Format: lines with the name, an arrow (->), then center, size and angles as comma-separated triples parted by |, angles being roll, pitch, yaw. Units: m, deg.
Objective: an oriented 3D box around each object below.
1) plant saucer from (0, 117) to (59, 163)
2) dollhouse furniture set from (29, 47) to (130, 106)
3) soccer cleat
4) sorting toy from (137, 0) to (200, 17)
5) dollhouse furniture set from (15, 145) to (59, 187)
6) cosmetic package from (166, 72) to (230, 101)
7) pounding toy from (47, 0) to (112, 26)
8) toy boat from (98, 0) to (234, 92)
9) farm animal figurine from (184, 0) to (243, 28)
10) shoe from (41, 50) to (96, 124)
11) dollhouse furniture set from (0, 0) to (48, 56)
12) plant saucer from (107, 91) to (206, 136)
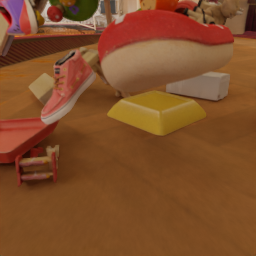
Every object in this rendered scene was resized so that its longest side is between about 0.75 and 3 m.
plant saucer -> -3.082, 0.304, 6.919 | 2.191, 0.402, 2.187 | -3, 21, 18
dollhouse furniture set -> -2.023, -1.496, 11.489 | 2.755, 2.244, 2.620 | -43, 34, -8
soccer cleat -> -1.733, -1.925, 4.031 | 0.463, 1.265, 0.432 | -23, -1, -28
sorting toy -> 1.443, -3.531, 10.096 | 2.757, 1.656, 1.132 | 4, 13, 34
dollhouse furniture set -> -1.915, 0.780, 6.136 | 0.751, 0.568, 1.396 | -4, 6, -9
cosmetic package -> 2.894, -1.865, 11.714 | 2.319, 1.046, 1.239 | 12, 22, 32
pounding toy -> -1.286, -2.925, 6.572 | 1.804, 1.393, 0.837 | 19, 56, 6
toy boat -> 0.622, -1.684, 4.822 | 1.794, 1.797, 2.749 | -9, 10, 36
farm animal figurine -> 2.153, -2.773, 6.996 | 1.136, 2.155, 2.179 | 29, 72, 9
shoe -> -1.024, -0.663, 4.326 | 0.445, 0.566, 1.245 | 4, 48, 41
dollhouse furniture set -> -2.984, -2.916, 7.787 | 1.739, 2.516, 2.665 | 1, 54, -42
plant saucer -> 0.973, -0.673, 9.375 | 2.470, 0.598, 2.470 | -19, 29, -40
